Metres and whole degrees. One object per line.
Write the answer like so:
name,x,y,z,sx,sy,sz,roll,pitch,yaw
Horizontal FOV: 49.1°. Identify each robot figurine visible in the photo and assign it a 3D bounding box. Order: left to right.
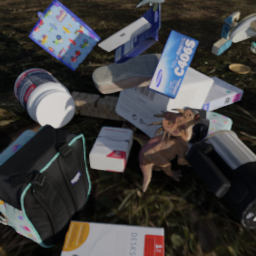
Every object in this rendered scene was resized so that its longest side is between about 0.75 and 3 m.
robot figurine,2.234,0.152,9.499,1.008,1.616,1.214,8,4,25

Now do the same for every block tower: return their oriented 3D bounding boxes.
block tower,-1.169,-0.900,11.740,2.632,0.761,0.711,7,36,13

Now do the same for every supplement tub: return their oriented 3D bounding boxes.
supplement tub,-3.369,-1.205,11.270,1.747,1.747,2.490,-22,40,-28

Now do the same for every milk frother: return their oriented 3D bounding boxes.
milk frother,3.210,0.785,7.464,2.361,2.616,2.461,34,17,-36

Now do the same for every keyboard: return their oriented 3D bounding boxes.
keyboard,-0.170,-3.635,11.055,2.232,0.628,0.119,-21,61,32

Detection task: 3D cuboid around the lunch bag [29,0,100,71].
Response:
lunch bag,-2.340,-3.335,9.981,2.078,1.564,0.977,33,16,-37

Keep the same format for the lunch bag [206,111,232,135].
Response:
lunch bag,3.092,0.057,10.460,1.298,0.624,1.618,25,42,27

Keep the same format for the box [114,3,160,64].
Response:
box,0.455,-3.819,11.653,0.448,2.762,1.673,24,56,-32

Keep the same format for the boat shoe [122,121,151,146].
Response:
boat shoe,0.405,0.114,10.355,0.646,0.644,1.790,-20,40,-25

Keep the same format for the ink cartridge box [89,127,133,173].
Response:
ink cartridge box,-0.531,0.699,9.520,1.130,0.649,1.556,7,36,9

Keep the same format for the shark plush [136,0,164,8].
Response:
shark plush,0.806,-4.812,10.615,1.028,0.428,0.467,-18,5,-4

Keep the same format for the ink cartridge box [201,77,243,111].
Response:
ink cartridge box,3.477,-1.469,12.648,2.929,0.615,1.748,-17,38,-27

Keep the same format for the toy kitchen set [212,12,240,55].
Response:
toy kitchen set,4.108,-3.443,10.783,0.894,1.517,1.215,-38,61,-22

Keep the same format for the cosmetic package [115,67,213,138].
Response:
cosmetic package,1.309,-1.164,10.247,2.527,2.102,2.114,-16,43,-45

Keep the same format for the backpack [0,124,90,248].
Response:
backpack,-2.068,1.466,6.842,1.987,2.592,2.279,10,44,25

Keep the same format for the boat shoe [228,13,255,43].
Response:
boat shoe,3.780,-2.967,8.144,1.654,0.618,0.566,-29,60,25

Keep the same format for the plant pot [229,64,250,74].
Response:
plant pot,6.184,-3.253,15.557,1.115,0.153,1.115,1,35,0

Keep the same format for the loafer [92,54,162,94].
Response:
loafer,0.192,-1.609,8.562,2.486,0.782,0.894,-10,59,4

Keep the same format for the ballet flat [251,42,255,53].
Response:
ballet flat,4.402,-2.723,9.669,0.761,0.282,0.282,12,24,-37

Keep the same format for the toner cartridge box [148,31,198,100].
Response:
toner cartridge box,1.181,-1.642,7.398,0.768,1.618,0.349,21,-1,-1

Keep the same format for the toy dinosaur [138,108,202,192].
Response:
toy dinosaur,1.014,0.524,8.184,2.755,1.867,1.182,-44,35,11

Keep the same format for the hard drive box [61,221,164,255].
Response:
hard drive box,-0.347,3.035,6.055,2.188,0.840,1.706,3,36,4
